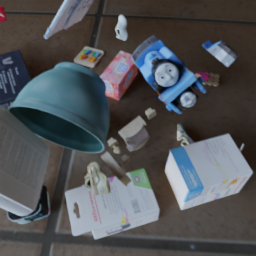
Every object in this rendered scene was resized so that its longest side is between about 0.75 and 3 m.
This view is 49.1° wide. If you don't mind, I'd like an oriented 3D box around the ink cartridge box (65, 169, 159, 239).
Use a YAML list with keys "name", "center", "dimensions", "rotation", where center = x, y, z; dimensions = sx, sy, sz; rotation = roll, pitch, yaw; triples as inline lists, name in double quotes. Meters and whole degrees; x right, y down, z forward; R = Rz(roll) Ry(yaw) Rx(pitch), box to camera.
- name: "ink cartridge box"
  center: [-0.496, 2.362, 8.527]
  dimensions: [2.540, 0.855, 1.488]
  rotation: [-13, 55, -10]

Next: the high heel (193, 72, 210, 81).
- name: "high heel"
  center: [2.789, -2.120, 11.987]
  dimensions: [1.299, 0.438, 0.625]
  rotation: [13, 42, 37]

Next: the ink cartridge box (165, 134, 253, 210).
- name: "ink cartridge box"
  center: [2.574, 1.354, 8.852]
  dimensions: [2.348, 1.509, 1.471]
  rotation: [-14, 56, -9]

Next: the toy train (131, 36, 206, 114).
- name: "toy train"
  center: [1.036, -1.512, 7.775]
  dimensions: [1.230, 1.621, 2.838]
  rotation: [-42, 26, 15]

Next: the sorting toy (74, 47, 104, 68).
- name: "sorting toy"
  center: [-1.837, -3.360, 13.116]
  dimensions: [1.056, 0.208, 1.141]
  rotation: [18, 56, 13]

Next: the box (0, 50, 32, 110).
- name: "box"
  center: [-4.978, -1.340, 10.789]
  dimensions: [2.660, 1.562, 2.616]
  rotation: [-20, 56, -14]

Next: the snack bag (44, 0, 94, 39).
- name: "snack bag"
  center: [-2.054, -4.749, 11.076]
  dimensions: [0.282, 2.487, 2.638]
  rotation: [44, 42, -9]

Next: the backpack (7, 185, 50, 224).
- name: "backpack"
  center: [-3.007, 2.325, 8.484]
  dimensions: [1.205, 0.907, 1.070]
  rotation: [-22, 56, 4]

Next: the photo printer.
- name: "photo printer"
  center: [-3.015, 0.759, 6.732]
  dimensions: [0.865, 2.490, 2.072]
  rotation: [-8, 56, 18]

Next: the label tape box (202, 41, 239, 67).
- name: "label tape box"
  center: [2.552, -2.143, 7.719]
  dimensions: [0.924, 0.306, 0.662]
  rotation: [44, 39, 5]

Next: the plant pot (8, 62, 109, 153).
- name: "plant pot"
  center: [-1.615, -0.640, 7.697]
  dimensions: [2.636, 2.636, 1.766]
  rotation: [15, 68, 11]

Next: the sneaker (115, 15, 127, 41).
- name: "sneaker"
  center: [-0.253, -3.491, 9.685]
  dimensions: [0.365, 0.321, 0.911]
  rotation: [1, 79, -34]

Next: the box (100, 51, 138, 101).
- name: "box"
  center: [-0.361, -2.227, 11.818]
  dimensions: [0.898, 0.973, 1.896]
  rotation: [22, 56, 15]

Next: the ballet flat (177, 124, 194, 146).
- name: "ballet flat"
  center: [2.055, 0.407, 10.233]
  dimensions: [0.470, 0.470, 1.307]
  rotation: [-22, 56, -16]

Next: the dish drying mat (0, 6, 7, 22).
- name: "dish drying mat"
  center: [-5.239, -3.752, 9.638]
  dimensions: [1.944, 0.177, 0.747]
  rotation: [-17, 69, -13]

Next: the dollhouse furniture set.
- name: "dollhouse furniture set"
  center: [0.271, 0.547, 6.578]
  dimensions: [1.585, 1.352, 0.774]
  rotation: [-38, 61, -6]

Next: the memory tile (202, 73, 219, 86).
- name: "memory tile"
  center: [3.503, -2.149, 12.312]
  dimensions: [0.978, 0.082, 0.750]
  rotation: [11, 55, 9]

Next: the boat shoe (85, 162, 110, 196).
- name: "boat shoe"
  center: [-0.743, 1.088, 5.998]
  dimensions: [0.410, 0.455, 1.261]
  rotation: [-17, 19, -16]
